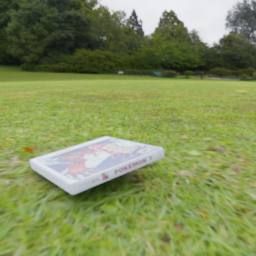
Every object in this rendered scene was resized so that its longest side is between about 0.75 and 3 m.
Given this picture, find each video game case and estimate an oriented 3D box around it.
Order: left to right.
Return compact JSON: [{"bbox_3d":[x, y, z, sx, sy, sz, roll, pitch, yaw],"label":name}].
[{"bbox_3d":[-0.935,0.824,7.500,2.600,0.328,2.853,-17,15,-33],"label":"video game case"}]
